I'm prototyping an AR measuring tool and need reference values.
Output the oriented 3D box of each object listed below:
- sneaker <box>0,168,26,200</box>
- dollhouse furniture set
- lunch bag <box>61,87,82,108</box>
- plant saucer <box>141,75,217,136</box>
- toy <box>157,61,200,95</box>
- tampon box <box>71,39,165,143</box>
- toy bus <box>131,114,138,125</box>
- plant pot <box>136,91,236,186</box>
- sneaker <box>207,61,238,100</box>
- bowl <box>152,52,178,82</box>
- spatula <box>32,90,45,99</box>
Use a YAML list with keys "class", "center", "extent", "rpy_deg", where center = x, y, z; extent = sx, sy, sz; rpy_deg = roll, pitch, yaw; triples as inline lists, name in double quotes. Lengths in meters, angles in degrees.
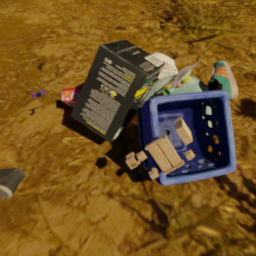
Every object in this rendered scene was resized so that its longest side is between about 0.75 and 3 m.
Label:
- class: "sneaker"
  center: [-4.425, 1.655, 9.316]
  extent: [1.862, 0.696, 0.989]
  rpy_deg: [19, 38, 9]
- class: "dollhouse furniture set"
  center: [0.909, 0.638, 7.472]
  extent: [1.760, 0.912, 0.779]
  rpy_deg: [-32, 10, 17]
- class: "lunch bag"
  center: [-2.042, -1.199, 11.792]
  extent: [1.439, 1.634, 0.669]
  rpy_deg: [-5, 79, 18]
- class: "plant saucer"
  center: [1.956, -0.685, 10.602]
  extent: [2.968, 0.571, 2.968]
  rpy_deg: [-1, 82, 4]
- class: "toy"
  center: [1.901, -1.709, 10.179]
  extent: [1.739, 0.411, 1.001]
  rpy_deg: [-41, 15, -28]
- class: "tampon box"
  center: [-0.350, -1.345, 9.933]
  extent: [1.794, 2.842, 2.130]
  rpy_deg: [34, 31, 7]
- class: "toy bus"
  center: [0.496, -0.625, 11.712]
  extent: [2.334, 0.760, 0.914]
  rpy_deg: [19, 43, 19]
- class: "plant pot"
  center: [1.604, 0.222, 8.895]
  extent: [2.521, 2.522, 2.267]
  rpy_deg: [-8, 4, -15]
- class: "sneaker"
  center: [3.282, -1.788, 10.248]
  extent: [0.870, 0.777, 2.178]
  rpy_deg: [-4, 40, 4]
- class: "bowl"
  center: [1.355, -2.583, 12.173]
  extent: [2.242, 1.052, 2.242]
  rpy_deg: [26, 6, -3]
- class: "spatula"
  center: [-3.045, -1.148, 9.551]
  extent: [0.477, 0.173, 1.688]
  rpy_deg: [-25, 13, -14]
